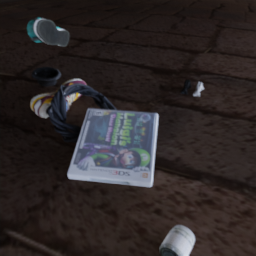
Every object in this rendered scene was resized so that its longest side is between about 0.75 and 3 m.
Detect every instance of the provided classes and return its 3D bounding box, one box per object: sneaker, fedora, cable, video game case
[{"bbox_3d":[-2.682,-1.155,11.821,2.659,0.996,1.198,-34,49,-28],"label":"sneaker"},{"bbox_3d":[-4.032,-2.459,13.849,1.391,0.635,1.391,4,42,-4],"label":"fedora"},{"bbox_3d":[-1.825,-0.579,10.743,2.407,0.749,2.950,-33,66,-23],"label":"cable"},{"bbox_3d":[-2.480,-2.785,7.962,1.028,0.712,1.702,17,8,10],"label":"sneaker"},{"bbox_3d":[-0.392,0.521,9.266,2.588,0.332,2.847,5,49,6],"label":"video game case"}]

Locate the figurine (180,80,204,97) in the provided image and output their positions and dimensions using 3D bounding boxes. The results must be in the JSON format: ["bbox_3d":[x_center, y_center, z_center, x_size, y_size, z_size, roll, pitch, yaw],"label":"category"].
[{"bbox_3d":[3.030,-1.809,13.254,0.959,0.413,0.936,14,45,18],"label":"figurine"}]

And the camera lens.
[{"bbox_3d":[1.127,2.716,6.446,0.611,0.611,0.764,21,39,27],"label":"camera lens"}]
